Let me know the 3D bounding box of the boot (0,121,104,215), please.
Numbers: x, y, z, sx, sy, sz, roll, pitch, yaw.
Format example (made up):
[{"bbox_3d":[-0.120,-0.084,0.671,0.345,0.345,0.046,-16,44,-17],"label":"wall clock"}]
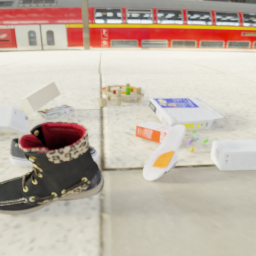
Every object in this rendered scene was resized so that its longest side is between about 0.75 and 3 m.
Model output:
[{"bbox_3d":[-1.797,0.841,5.641,2.516,1.895,0.921,-7,48,-5],"label":"boot"}]

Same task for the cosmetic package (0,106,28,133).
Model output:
[{"bbox_3d":[-4.906,-0.321,10.223,2.126,0.787,1.081,5,-12,12],"label":"cosmetic package"}]

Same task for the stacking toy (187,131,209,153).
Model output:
[{"bbox_3d":[2.132,0.435,9.173,0.812,0.191,0.612,-25,46,-25],"label":"stacking toy"}]

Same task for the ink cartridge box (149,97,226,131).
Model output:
[{"bbox_3d":[2.350,-0.632,11.609,2.345,0.551,2.317,-1,28,-18],"label":"ink cartridge box"}]

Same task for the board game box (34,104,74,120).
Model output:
[{"bbox_3d":[-3.350,-0.758,12.733,0.972,0.267,1.540,16,25,39],"label":"board game box"}]

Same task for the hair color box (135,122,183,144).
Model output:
[{"bbox_3d":[1.087,0.191,9.760,1.488,0.476,0.825,14,18,36],"label":"hair color box"}]

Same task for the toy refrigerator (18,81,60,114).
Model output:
[{"bbox_3d":[-3.901,-1.350,12.390,0.645,0.700,1.845,-10,25,32],"label":"toy refrigerator"}]

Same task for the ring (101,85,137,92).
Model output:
[{"bbox_3d":[-0.543,-2.303,17.119,2.265,0.217,2.265,0,21,0],"label":"ring"}]

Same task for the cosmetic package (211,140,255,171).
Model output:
[{"bbox_3d":[3.357,0.769,8.049,1.699,0.629,0.864,1,20,-4],"label":"cosmetic package"}]

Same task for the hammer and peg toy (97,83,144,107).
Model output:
[{"bbox_3d":[-0.587,-1.760,14.657,2.396,0.845,1.763,-10,22,-26],"label":"hammer and peg toy"}]

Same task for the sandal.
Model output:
[{"bbox_3d":[1.118,0.740,7.549,0.693,0.518,1.808,15,63,50],"label":"sandal"}]

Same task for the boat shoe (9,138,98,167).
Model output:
[{"bbox_3d":[-2.115,0.591,8.075,2.495,0.826,0.872,2,22,-7],"label":"boat shoe"}]
